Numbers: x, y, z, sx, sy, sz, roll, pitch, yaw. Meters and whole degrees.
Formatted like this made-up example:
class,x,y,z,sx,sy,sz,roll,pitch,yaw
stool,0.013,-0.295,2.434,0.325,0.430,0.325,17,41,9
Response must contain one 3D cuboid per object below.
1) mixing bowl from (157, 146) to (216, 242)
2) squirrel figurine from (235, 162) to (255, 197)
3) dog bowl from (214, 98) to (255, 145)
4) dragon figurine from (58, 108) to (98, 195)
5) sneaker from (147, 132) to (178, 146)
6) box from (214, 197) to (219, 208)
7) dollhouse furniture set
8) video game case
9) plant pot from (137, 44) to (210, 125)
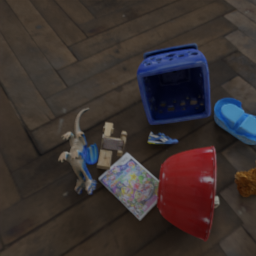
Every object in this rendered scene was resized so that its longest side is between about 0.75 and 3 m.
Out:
class,x,y,z,sx,sy,sz,roll,pitch,yaw
mixing bowl,1.686,1.850,8.474,1.499,2.767,2.767,6,58,11
squirrel figurine,4.260,1.686,9.295,1.397,1.303,0.988,-22,57,-15
dog bowl,4.385,-0.216,10.961,2.288,0.567,1.275,38,65,21
dragon figurine,-1.613,0.839,9.760,0.865,1.460,2.938,-12,54,16
sneaker,1.319,0.413,10.554,1.150,0.425,0.473,5,77,1
box,2.537,2.431,9.288,0.853,0.351,0.292,5,52,-1
dollhouse furniture set,-0.547,0.684,9.666,0.849,1.639,0.725,9,44,-4
video game case,0.171,1.989,9.809,2.032,0.183,1.455,40,66,22
plant pot,1.737,-1.761,10.574,2.394,2.394,2.152,-8,39,13
